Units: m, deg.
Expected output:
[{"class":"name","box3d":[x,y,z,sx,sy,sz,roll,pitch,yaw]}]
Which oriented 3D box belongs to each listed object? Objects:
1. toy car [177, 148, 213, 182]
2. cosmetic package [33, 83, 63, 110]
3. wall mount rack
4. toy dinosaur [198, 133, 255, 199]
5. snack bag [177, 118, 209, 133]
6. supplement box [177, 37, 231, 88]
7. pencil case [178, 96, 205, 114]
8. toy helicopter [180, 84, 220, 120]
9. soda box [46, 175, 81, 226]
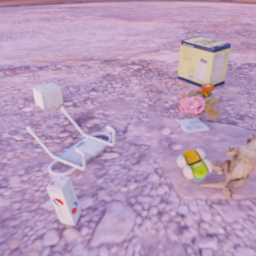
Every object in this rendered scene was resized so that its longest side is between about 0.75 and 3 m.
[{"class":"toy car","box3d":[1.896,1.109,7.964,0.837,0.717,0.956,-19,46,-7]},{"class":"cosmetic package","box3d":[-3.461,-1.383,12.090,0.952,0.796,0.791,-25,40,-34]},{"class":"wall mount rack","box3d":[-1.786,0.340,9.031,2.319,0.995,2.669,18,34,27]},{"class":"toy dinosaur","box3d":[3.094,0.992,7.526,1.046,2.436,1.651,48,24,23]},{"class":"snack bag","box3d":[2.418,-0.097,10.625,0.943,0.107,1.001,-8,29,-14]},{"class":"supplement box","box3d":[3.752,-3.296,14.063,1.372,2.042,2.044,-23,38,-33]},{"class":"pencil case","box3d":[2.386,-0.859,10.650,0.636,0.609,1.470,-20,6,-3]},{"class":"toy helicopter","box3d":[3.030,-0.982,11.431,1.446,0.863,2.187,-6,34,-5]},{"class":"soda box","box3d":[-1.456,1.691,6.478,0.394,1.238,0.421,5,36,18]}]
